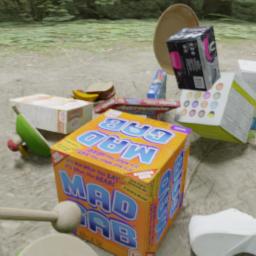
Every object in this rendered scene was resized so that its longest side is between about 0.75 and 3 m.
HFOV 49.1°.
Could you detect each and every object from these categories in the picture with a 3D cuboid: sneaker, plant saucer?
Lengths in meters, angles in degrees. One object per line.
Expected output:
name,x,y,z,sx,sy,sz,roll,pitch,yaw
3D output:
sneaker,2.897,2.419,6.673,2.856,1.074,1.264,2,16,7
plant saucer,1.905,-3.529,11.419,2.765,2.765,0.490,-21,26,-34

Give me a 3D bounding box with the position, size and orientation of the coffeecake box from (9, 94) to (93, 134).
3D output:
coffeecake box,-3.224,-0.665,11.966,2.769,1.012,2.125,11,16,19

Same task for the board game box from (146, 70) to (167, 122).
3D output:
board game box,1.290,-1.268,12.481,0.465,1.825,2.696,7,34,13

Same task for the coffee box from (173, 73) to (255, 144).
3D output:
coffee box,3.244,-0.707,10.345,1.966,1.944,1.963,26,-10,-39

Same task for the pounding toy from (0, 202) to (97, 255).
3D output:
pounding toy,-1.610,2.932,5.048,2.252,1.354,2.917,13,49,-51

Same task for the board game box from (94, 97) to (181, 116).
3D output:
board game box,0.365,-0.716,9.797,2.758,0.268,1.420,0,-12,-34

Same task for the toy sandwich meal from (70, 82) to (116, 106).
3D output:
toy sandwich meal,-1.904,-1.898,14.923,2.461,0.843,2.461,0,28,0

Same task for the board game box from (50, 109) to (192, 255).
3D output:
board game box,-0.075,1.299,7.095,2.459,2.461,2.460,15,31,27

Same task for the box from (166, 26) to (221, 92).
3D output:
box,1.914,-1.958,7.989,1.049,1.588,0.911,13,47,43

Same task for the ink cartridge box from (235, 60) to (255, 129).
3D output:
ink cartridge box,5.192,-1.492,12.313,1.074,2.550,1.844,7,28,13

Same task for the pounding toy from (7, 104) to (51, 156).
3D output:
pounding toy,-3.755,0.396,10.093,1.078,1.794,2.324,-40,41,-14

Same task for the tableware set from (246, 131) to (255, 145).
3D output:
tableware set,5.444,0.576,10.894,1.895,0.291,1.277,11,27,23
